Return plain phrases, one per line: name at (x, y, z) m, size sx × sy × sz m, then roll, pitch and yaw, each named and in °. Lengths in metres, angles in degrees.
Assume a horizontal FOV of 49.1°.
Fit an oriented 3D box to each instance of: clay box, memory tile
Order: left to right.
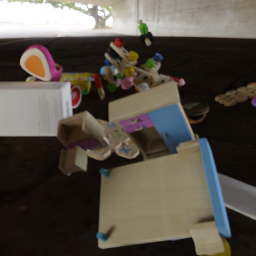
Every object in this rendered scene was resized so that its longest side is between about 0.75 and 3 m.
clay box at (-2.726, -1.919, 12.125) m, size 2.820 × 0.671 × 1.620 m, roll 0°, pitch 22°, yaw -3°
memory tile at (4.198, -1.263, 10.351) m, size 1.722 × 0.145 × 1.320 m, roll -20°, pitch 18°, yaw 4°

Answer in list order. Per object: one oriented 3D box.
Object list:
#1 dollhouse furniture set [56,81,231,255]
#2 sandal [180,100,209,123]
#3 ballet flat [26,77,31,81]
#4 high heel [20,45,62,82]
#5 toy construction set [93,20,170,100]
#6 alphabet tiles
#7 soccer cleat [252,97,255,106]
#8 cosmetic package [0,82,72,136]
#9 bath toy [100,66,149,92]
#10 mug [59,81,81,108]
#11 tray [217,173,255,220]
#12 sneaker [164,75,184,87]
dollhouse furniture set at (0.238, 1.067, 4.851) m, size 2.634 × 1.821 × 2.790 m, roll -17°, pitch 50°, yaw 17°
sandal at (1.977, -0.491, 8.768) m, size 0.992 × 0.663 × 2.428 m, roll 14°, pitch 11°, yaw 15°
ballet flat at (-4.728, -2.339, 13.708) m, size 0.870 × 0.278 × 0.329 m, roll 19°, pitch 30°, yaw 40°
high heel at (-2.385, -1.972, 8.457) m, size 0.979 × 2.908 × 1.395 m, roll 29°, pitch 69°, yaw -1°
toy construction set at (0.162, -1.876, 10.558) m, size 2.940 × 2.452 × 2.259 m, roll -30°, pitch 54°, yaw 17°
alphabet tiles at (-0.435, 0.201, 7.379) m, size 2.062 × 0.154 × 2.109 m, roll 16°, pitch 31°, yaw 30°
soccer cleat at (5.355, -1.019, 10.102) m, size 1.806 × 0.602 × 0.690 m, roll -9°, pitch 40°, yaw -15°
cosmetic package at (-2.944, -0.549, 7.822) m, size 2.538 × 1.366 × 1.077 m, roll 2°, pitch 21°, yaw 1°
bath toy at (-0.105, -2.168, 12.340) m, size 2.383 × 1.036 × 0.881 m, roll 27°, pitch 6°, yaw 32°
mug at (-2.488, -1.382, 10.223) m, size 1.533 × 1.023 × 1.360 m, roll 14°, pitch 54°, yaw 22°
tray at (1.995, 1.254, 4.931) m, size 1.576 × 0.175 × 0.846 m, roll 19°, pitch 30°, yaw 39°
sneaker at (2.166, -2.225, 13.369) m, size 1.152 × 0.451 × 0.665 m, roll 33°, pitch 29°, yaw 34°
